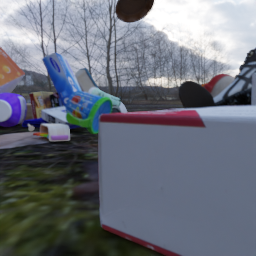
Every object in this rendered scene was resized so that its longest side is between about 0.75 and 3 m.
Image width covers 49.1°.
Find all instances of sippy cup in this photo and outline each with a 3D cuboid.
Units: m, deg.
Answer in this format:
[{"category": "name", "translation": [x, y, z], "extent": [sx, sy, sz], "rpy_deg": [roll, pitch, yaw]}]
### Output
[{"category": "sippy cup", "translation": [-0.858, -0.390, 5.893], "extent": [0.772, 0.827, 1.053], "rpy_deg": [26, -2, 18]}]

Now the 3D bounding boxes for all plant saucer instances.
[{"category": "plant saucer", "translation": [0.258, -5.259, 11.827], "extent": [1.775, 0.325, 1.775], "rpy_deg": [-17, -25, -8]}]

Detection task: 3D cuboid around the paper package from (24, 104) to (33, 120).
[{"category": "paper package", "translation": [-3.778, -0.689, 11.809], "extent": [1.302, 0.674, 1.241], "rpy_deg": [0, 6, 4]}]

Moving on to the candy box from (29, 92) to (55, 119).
[{"category": "candy box", "translation": [-2.803, -0.751, 10.230], "extent": [0.507, 1.059, 1.834], "rpy_deg": [-6, 4, 14]}]

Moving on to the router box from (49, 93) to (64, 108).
[{"category": "router box", "translation": [-2.124, -0.723, 10.086], "extent": [0.426, 1.028, 1.372], "rpy_deg": [-11, 0, 32]}]

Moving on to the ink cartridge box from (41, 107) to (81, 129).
[{"category": "ink cartridge box", "translation": [-1.686, -0.251, 7.718], "extent": [0.767, 0.302, 1.542], "rpy_deg": [-14, 24, -40]}]

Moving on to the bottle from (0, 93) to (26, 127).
[{"category": "bottle", "translation": [-3.679, -0.549, 8.578], "extent": [0.809, 1.035, 2.478], "rpy_deg": [1, 6, -12]}]

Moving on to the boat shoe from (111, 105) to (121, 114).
[{"category": "boat shoe", "translation": [-0.511, -0.388, 8.576], "extent": [0.672, 0.662, 1.865], "rpy_deg": [3, 5, -21]}]

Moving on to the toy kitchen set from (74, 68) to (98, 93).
[{"category": "toy kitchen set", "translation": [-1.870, -1.587, 11.981], "extent": [1.411, 1.919, 2.395], "rpy_deg": [-45, 27, -26]}]

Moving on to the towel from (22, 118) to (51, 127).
[{"category": "towel", "translation": [-2.608, -0.212, 8.568], "extent": [0.786, 0.264, 1.064], "rpy_deg": [1, 8, 14]}]

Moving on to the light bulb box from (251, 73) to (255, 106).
[{"category": "light bulb box", "translation": [2.705, -0.147, 3.762], "extent": [1.778, 1.119, 1.794], "rpy_deg": [4, 4, 32]}]

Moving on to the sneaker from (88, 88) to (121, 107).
[{"category": "sneaker", "translation": [-0.695, -0.910, 8.773], "extent": [0.793, 0.495, 1.345], "rpy_deg": [18, 6, 22]}]

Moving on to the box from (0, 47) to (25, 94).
[{"category": "box", "translation": [-5.226, -1.645, 9.446], "extent": [1.344, 1.716, 2.758], "rpy_deg": [-34, 12, 35]}]

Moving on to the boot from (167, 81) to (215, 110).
[{"category": "boot", "translation": [1.128, -0.320, 5.646], "extent": [0.542, 1.571, 1.686], "rpy_deg": [-47, 22, -8]}]

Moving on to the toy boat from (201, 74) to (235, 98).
[{"category": "toy boat", "translation": [2.595, -0.848, 8.007], "extent": [2.145, 1.400, 1.402], "rpy_deg": [8, 23, -40]}]

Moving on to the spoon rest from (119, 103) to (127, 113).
[{"category": "spoon rest", "translation": [-0.928, -0.935, 13.709], "extent": [1.322, 0.807, 2.661], "rpy_deg": [-3, 7, -33]}]

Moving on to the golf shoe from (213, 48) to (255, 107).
[{"category": "golf shoe", "translation": [2.421, -0.930, 5.393], "extent": [2.155, 1.018, 0.838], "rpy_deg": [-30, -38, 27]}]

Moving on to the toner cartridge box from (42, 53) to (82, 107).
[{"category": "toner cartridge box", "translation": [-1.933, -1.250, 9.219], "extent": [0.497, 2.304, 1.094], "rpy_deg": [-24, 3, 7]}]

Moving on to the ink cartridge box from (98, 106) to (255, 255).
[{"category": "ink cartridge box", "translation": [0.891, 0.227, 1.954], "extent": [1.334, 0.753, 1.817], "rpy_deg": [4, 7, 41]}]

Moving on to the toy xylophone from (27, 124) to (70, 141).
[{"category": "toy xylophone", "translation": [-1.633, 0.075, 5.769], "extent": [0.836, 0.287, 1.141], "rpy_deg": [0, 4, -19]}]
